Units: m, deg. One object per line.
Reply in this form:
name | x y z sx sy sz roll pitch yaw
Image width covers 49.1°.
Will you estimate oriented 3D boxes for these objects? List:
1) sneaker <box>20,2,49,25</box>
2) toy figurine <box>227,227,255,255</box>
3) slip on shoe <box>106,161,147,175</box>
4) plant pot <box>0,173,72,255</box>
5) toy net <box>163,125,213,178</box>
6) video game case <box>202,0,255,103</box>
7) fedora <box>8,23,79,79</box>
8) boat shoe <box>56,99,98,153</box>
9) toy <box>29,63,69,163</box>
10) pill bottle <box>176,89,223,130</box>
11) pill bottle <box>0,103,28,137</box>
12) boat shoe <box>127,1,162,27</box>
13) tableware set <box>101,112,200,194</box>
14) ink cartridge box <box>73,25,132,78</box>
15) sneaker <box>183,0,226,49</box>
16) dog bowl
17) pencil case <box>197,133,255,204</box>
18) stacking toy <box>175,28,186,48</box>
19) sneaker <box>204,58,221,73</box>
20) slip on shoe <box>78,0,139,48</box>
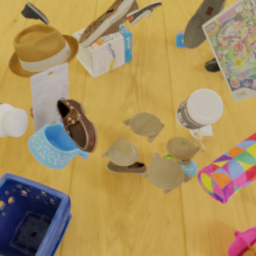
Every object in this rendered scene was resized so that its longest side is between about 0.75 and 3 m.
sneaker | -2.834 -3.388 8.547 0.435 0.819 0.306 -38 31 21
toy figurine | 3.583 3.781 6.879 2.832 2.126 2.606 12 46 -3
slip on shoe | -0.058 1.271 9.307 1.353 0.410 0.515 9 56 6
plant pot | -2.704 2.671 7.504 2.010 1.807 2.010 17 57 10
toy net | 2.136 0.601 9.785 1.226 0.451 2.336 24 57 19
video game case | 3.313 -2.172 7.979 0.235 1.870 2.612 -25 92 -31
fedora | -3.014 -2.802 9.572 2.592 1.057 2.592 -6 51 8
boat shoe | -1.089 -0.072 5.681 0.562 0.562 1.597 17 23 -36
toy | -2.284 -0.465 7.776 0.595 2.522 1.452 16 32 19
pill bottle | 1.673 -0.392 6.913 0.831 1.435 0.831 1 82 -5
pill bottle | -3.339 -0.216 6.994 1.470 0.850 0.850 9 56 14
boat shoe | 0.422 -2.852 6.966 0.945 0.296 0.337 -19 12 21
tableware set | 0.704 0.570 7.653 2.542 0.295 2.123 31 49 21
ink cartridge box | -1.053 -3.411 11.865 2.016 1.458 1.484 -31 61 -19
sneaker | 2.928 -3.987 10.238 0.948 1.346 2.535 33 106 12
dog bowl | -1.536 0.342 6.943 1.085 0.482 1.946 48 23 13
pencil case | 2.586 0.842 6.232 2.111 0.933 0.933 -27 60 -15
stacking toy | 2.558 -4.375 13.114 0.756 0.715 1.302 2 44 4
sneaker | 3.847 -2.918 12.085 1.568 0.600 0.898 -16 55 -14
slip on shoe | -0.585 -3.409 9.235 2.436 0.738 0.926 -50 38 -10
